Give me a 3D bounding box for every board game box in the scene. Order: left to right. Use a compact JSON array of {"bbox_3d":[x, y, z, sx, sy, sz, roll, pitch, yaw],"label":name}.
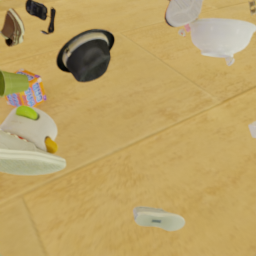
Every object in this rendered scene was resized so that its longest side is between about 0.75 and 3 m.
[{"bbox_3d":[-3.978,-1.424,10.666,1.083,1.082,1.082,24,48,24],"label":"board game box"}]

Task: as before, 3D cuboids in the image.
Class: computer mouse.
[{"bbox_3d":[-3.076,-3.920,9.972,1.447,1.016,0.333,26,31,21],"label":"computer mouse"}]

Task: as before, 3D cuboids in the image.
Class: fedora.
[{"bbox_3d":[-1.171,-2.056,8.632,2.039,2.039,0.931,-20,75,-20],"label":"fedora"}]

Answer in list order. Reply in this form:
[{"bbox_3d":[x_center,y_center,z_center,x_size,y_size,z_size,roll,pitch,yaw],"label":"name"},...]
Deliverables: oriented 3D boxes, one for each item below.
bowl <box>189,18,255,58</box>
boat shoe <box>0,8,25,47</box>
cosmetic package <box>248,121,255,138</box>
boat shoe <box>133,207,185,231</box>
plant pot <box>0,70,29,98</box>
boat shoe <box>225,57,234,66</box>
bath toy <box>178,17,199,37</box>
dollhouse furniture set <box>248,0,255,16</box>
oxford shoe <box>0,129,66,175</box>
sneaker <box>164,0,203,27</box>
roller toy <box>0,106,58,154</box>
[{"bbox_3d":[2.857,-2.730,8.779,2.046,0.920,2.046,6,9,-1],"label":"bowl"},{"bbox_3d":[-3.095,-2.552,7.417,0.538,1.454,0.537,-42,91,-21],"label":"boat shoe"},{"bbox_3d":[3.796,0.011,6.714,0.683,0.419,1.655,-25,12,-18],"label":"cosmetic package"},{"bbox_3d":[0.574,1.651,5.255,1.030,0.359,0.367,15,20,-19],"label":"boat shoe"},{"bbox_3d":[-3.583,-1.392,8.759,0.818,0.861,0.861,-9,39,-42],"label":"plant pot"},{"bbox_3d":[3.885,-2.702,10.867,0.318,0.323,0.911,34,38,-10],"label":"boat shoe"},{"bbox_3d":[2.128,-3.505,9.758,0.321,0.869,0.378,54,36,0],"label":"bath toy"},{"bbox_3d":[4.073,-3.843,8.541,0.693,0.791,0.525,-9,-8,29],"label":"dollhouse furniture set"},{"bbox_3d":[-2.493,0.458,5.795,2.787,1.048,0.805,19,50,-43],"label":"oxford shoe"},{"bbox_3d":[1.629,-3.764,8.667,2.324,0.902,1.302,-51,21,-22],"label":"sneaker"},{"bbox_3d":[-2.416,0.188,6.726,1.214,1.331,0.930,-18,37,35],"label":"roller toy"}]
